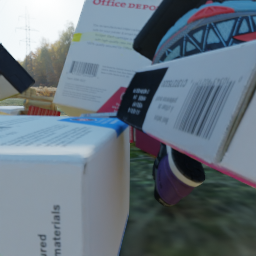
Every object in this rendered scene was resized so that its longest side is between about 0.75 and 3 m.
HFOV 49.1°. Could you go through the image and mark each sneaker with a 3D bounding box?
[{"bbox_3d":[0.407,0.289,2.833,0.434,0.501,1.145,31,28,-8],"label":"sneaker"},{"bbox_3d":[1.443,-0.741,3.091,2.871,1.138,1.371,-5,45,33],"label":"sneaker"}]

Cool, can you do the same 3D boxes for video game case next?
[{"bbox_3d":[-3.129,-1.527,4.593,2.542,2.813,0.359,-3,43,48],"label":"video game case"}]

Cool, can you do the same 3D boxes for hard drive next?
[{"bbox_3d":[1.278,-1.551,3.974,1.558,0.367,2.233,26,-41,-18],"label":"hard drive"}]

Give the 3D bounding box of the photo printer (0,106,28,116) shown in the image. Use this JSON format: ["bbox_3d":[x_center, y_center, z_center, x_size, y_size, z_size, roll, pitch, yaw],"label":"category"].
[{"bbox_3d":[-4.106,-0.505,9.947,1.429,0.496,1.189,4,10,33],"label":"photo printer"}]

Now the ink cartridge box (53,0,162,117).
[{"bbox_3d":[-0.186,-1.570,6.629,2.151,2.964,1.236,12,-12,12],"label":"ink cartridge box"}]

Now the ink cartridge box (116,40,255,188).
[{"bbox_3d":[1.199,0.342,1.620,2.484,0.461,1.176,23,1,-17],"label":"ink cartridge box"}]

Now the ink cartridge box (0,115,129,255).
[{"bbox_3d":[-1.060,0.381,1.735,2.028,0.855,1.480,1,7,7],"label":"ink cartridge box"}]

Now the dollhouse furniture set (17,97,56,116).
[{"bbox_3d":[-2.492,-0.311,8.679,1.475,0.820,1.304,0,32,-4],"label":"dollhouse furniture set"}]

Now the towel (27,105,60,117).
[{"bbox_3d":[-2.387,-0.331,7.906,0.858,0.621,0.097,12,44,-19],"label":"towel"}]

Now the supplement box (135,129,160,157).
[{"bbox_3d":[1.397,-0.088,4.772,2.274,0.974,1.255,-3,11,-23],"label":"supplement box"}]

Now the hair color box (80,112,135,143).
[{"bbox_3d":[-0.337,0.003,5.397,1.121,0.555,0.340,-3,15,-1],"label":"hair color box"}]

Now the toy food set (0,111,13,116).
[{"bbox_3d":[-3.178,-0.080,6.367,2.695,0.541,1.860,15,5,-35],"label":"toy food set"}]

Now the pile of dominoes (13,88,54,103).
[{"bbox_3d":[-2.475,-0.922,7.547,1.703,0.348,2.184,7,2,9],"label":"pile of dominoes"}]
